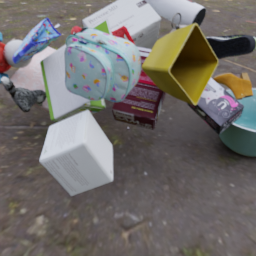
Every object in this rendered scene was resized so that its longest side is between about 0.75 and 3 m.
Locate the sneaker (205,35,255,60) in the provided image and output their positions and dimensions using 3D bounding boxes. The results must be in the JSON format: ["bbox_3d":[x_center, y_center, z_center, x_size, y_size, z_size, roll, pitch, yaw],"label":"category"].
[{"bbox_3d":[3.648,-2.952,10.208,2.305,0.826,0.954,14,30,42],"label":"sneaker"}]

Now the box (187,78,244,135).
[{"bbox_3d":[2.565,-0.683,8.370,0.940,0.816,1.423,-40,66,-2],"label":"box"}]

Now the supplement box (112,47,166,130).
[{"bbox_3d":[0.532,-1.283,8.807,1.340,0.749,2.461,15,66,13],"label":"supplement box"}]

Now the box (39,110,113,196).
[{"bbox_3d":[-1.083,0.553,6.273,1.084,1.259,1.265,-22,35,13],"label":"box"}]

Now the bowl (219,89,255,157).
[{"bbox_3d":[4.480,-0.087,10.158,2.990,1.564,2.990,0,37,0],"label":"bowl"}]

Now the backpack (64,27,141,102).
[{"bbox_3d":[-0.597,-1.362,6.414,1.678,1.475,1.286,16,39,8],"label":"backpack"}]

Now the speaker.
[{"bbox_3d":[1.944,-5.144,12.004,2.686,1.091,1.091,38,49,22],"label":"speaker"}]

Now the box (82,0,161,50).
[{"bbox_3d":[-0.243,-3.663,11.584,2.567,2.581,1.687,-34,76,-9],"label":"box"}]

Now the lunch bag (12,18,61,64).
[{"bbox_3d":[-2.933,-2.579,8.579,1.099,0.686,1.459,-24,26,35],"label":"lunch bag"}]

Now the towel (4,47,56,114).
[{"bbox_3d":[-2.971,-1.844,10.605,2.398,0.405,2.511,26,64,7],"label":"towel"}]

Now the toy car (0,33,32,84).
[{"bbox_3d":[-4.077,-2.549,9.878,1.997,1.841,1.766,-6,9,-6],"label":"toy car"}]

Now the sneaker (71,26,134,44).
[{"bbox_3d":[-0.739,-3.092,9.399,2.139,1.236,0.838,27,28,-18],"label":"sneaker"}]

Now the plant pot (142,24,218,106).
[{"bbox_3d":[1.269,-1.646,7.409,1.294,1.468,1.467,16,72,48],"label":"plant pot"}]

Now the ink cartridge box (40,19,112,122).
[{"bbox_3d":[-1.193,-1.547,8.398,2.787,2.060,1.056,-21,-13,29],"label":"ink cartridge box"}]

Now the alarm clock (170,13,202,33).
[{"bbox_3d":[2.007,-3.155,10.604,0.895,2.690,1.814,32,72,35],"label":"alarm clock"}]

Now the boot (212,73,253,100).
[{"bbox_3d":[3.691,-1.432,9.883,1.322,0.465,0.946,-5,72,4],"label":"boot"}]

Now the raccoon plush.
[{"bbox_3d":[-3.257,-1.212,9.144,0.753,1.557,1.043,37,67,26],"label":"raccoon plush"}]
